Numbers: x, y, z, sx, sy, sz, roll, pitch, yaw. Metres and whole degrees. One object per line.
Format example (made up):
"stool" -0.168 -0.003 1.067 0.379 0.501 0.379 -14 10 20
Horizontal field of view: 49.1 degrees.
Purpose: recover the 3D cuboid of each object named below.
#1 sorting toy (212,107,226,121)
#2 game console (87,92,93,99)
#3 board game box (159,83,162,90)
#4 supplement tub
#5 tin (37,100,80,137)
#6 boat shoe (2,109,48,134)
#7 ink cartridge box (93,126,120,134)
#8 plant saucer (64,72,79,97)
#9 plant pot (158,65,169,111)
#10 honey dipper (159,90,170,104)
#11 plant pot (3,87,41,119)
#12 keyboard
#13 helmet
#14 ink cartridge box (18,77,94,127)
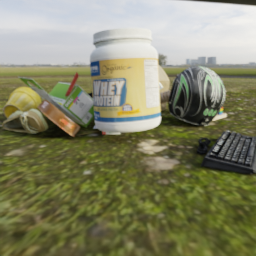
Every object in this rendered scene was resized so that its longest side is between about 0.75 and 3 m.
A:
"sorting toy" 3.434 -0.751 12.735 1.518 0.528 1.509 -13 19 -43
"game console" -0.780 -1.539 13.064 1.745 0.271 1.543 -16 -27 37
"board game box" 0.617 -1.480 10.535 1.139 0.766 0.195 -36 7 20
"supplement tub" -0.098 -1.471 8.955 2.161 2.988 2.161 -4 9 1
"tin" -2.397 -0.376 9.599 1.318 0.493 2.355 37 -5 -29
"boat shoe" -3.545 -0.151 9.589 2.307 0.841 0.726 8 38 43
"ink cartridge box" -0.735 0.067 9.885 0.932 0.235 0.508 -1 13 1
"plant saucer" -1.939 -1.477 9.697 0.144 0.784 0.782 25 -14 -14
"plant pot" 0.866 -1.979 14.589 2.368 2.371 2.099 -6 25 -24
"honey dipper" 0.596 -1.141 12.950 2.908 0.552 0.552 -12 7 26
"plant pot" -4.550 -0.881 11.862 1.338 1.338 1.259 2 32 11
"keyboard" 2.691 0.531 7.637 1.723 0.368 2.870 6 14 26
"helmet" 2.741 -1.337 11.079 2.204 2.101 2.204 14 18 -4
"ink cartridge box" -2.639 -1.350 10.810 2.720 1.030 2.010 45 -15 -33
